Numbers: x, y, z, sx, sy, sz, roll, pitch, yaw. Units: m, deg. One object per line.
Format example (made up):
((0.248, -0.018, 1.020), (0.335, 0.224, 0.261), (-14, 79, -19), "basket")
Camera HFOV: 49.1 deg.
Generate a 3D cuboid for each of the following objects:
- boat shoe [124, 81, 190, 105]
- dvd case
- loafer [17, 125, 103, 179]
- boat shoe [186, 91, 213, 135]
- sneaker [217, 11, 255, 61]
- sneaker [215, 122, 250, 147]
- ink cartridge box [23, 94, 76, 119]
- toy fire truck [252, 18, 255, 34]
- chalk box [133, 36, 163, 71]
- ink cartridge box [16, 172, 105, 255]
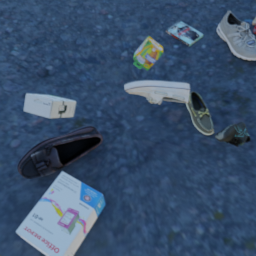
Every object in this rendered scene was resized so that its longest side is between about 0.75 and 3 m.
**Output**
((0.936, -1.089, 8.993), (2.131, 0.767, 0.700), (1, 86, -12), "boat shoe")
((2.628, -4.427, 13.107), (1.042, 0.157, 1.428), (-38, 63, -23), "dvd case")
((-2.127, 0.769, 8.940), (2.852, 1.025, 0.898), (-28, 24, -19), "loafer")
((2.635, -0.562, 10.279), (0.641, 0.537, 1.795), (-14, 57, -9), "boat shoe")
((4.906, -4.009, 12.233), (1.029, 1.129, 2.754), (-25, 60, -16), "sneaker")
((3.449, 0.251, 8.994), (1.766, 0.666, 0.700), (-12, 69, -43), "sneaker")
((-2.103, -0.593, 7.606), (0.867, 1.183, 0.491), (15, 98, 18), "ink cartridge box")
((6.264, -4.958, 13.375), (1.231, 0.300, 0.868), (-37, 63, -21), "toy fire truck")
((0.568, -2.301, 8.973), (0.620, 0.996, 0.617), (34, 30, -16), "chalk box")
((-1.841, 2.557, 7.975), (1.504, 0.881, 2.082), (25, 61, 16), "ink cartridge box")
